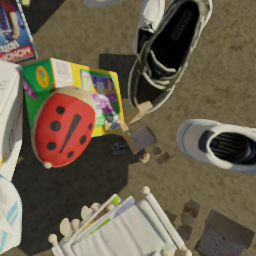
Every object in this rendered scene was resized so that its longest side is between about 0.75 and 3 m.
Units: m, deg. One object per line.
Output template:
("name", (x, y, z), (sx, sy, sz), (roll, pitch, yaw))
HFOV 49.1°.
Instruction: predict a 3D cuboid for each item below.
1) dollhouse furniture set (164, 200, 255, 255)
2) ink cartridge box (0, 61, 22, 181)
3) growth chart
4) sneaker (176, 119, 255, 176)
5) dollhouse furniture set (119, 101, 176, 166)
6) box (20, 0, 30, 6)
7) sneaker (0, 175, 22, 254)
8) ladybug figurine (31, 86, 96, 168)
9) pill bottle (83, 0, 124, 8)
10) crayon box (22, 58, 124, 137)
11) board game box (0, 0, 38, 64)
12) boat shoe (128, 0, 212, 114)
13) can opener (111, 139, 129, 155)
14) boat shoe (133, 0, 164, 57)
("dollhouse furniture set", (1.516, 2.376, 5.242), (2.345, 1.215, 1.038), (26, 43, 25))
("ink cartridge box", (-3.167, 0.051, 5.397), (1.820, 2.473, 1.788), (10, 48, -12))
("growth chart", (-0.260, 1.981, 4.875), (2.202, 0.195, 1.593), (-30, 64, 2))
("sneaker", (2.425, 0.528, 5.557), (2.975, 1.053, 1.086), (8, 102, -19))
("dollhouse furniture set", (0.392, 0.183, 5.672), (0.639, 0.546, 1.233), (-23, 77, -37))
("box", (-1.745, -2.686, 4.960), (0.151, 0.872, 0.480), (9, 41, -28))
("sneaker", (-2.054, 1.401, 4.426), (0.527, 0.556, 1.377), (14, 109, 35))
("ladybug figurine", (-0.992, -0.027, 4.586), (0.999, 0.529, 1.471), (27, 74, -31))
("pill bottle", (-0.679, -3.910, 6.168), (1.181, 1.181, 2.163), (-14, 107, -2))
("crayon box", (-1.003, -0.516, 6.043), (0.733, 2.518, 1.495), (-8, 90, 26))
("board game box", (-3.449, -1.988, 6.492), (2.506, 0.773, 2.504), (-12, 116, 1))
("boat shoe", (0.601, -1.256, 5.364), (0.988, 2.795, 0.890), (26, 41, 2))
("can opener", (0.024, 0.508, 8.358), (1.102, 0.294, 0.369), (-16, 115, -3))
("boat shoe", (0.435, -2.116, 5.824), (0.496, 0.441, 1.349), (9, 122, -7))
